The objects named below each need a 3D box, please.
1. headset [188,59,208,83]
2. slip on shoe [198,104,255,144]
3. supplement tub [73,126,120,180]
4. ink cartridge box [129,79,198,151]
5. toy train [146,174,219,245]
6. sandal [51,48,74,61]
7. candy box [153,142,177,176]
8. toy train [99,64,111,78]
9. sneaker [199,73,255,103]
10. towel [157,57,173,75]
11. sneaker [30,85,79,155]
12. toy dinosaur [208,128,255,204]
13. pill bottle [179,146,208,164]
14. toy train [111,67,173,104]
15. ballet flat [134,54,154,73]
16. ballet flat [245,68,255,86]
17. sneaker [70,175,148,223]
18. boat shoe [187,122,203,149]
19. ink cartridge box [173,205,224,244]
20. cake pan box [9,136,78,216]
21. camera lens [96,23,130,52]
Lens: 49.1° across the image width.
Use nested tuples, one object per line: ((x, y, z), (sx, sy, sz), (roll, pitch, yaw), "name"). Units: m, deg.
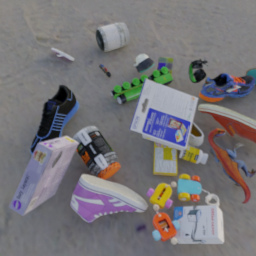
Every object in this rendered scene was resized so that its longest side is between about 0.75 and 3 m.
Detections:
((2.879, -2.457, 11.825), (0.711, 1.512, 0.934), (-8, 79, -16), "headset")
((4.008, -0.126, 10.676), (2.959, 0.905, 1.096), (27, 18, 16), "slip on shoe")
((-1.114, 0.910, 9.909), (1.091, 1.091, 1.780), (-31, 69, -20), "supplement tub")
((1.297, -0.476, 10.181), (2.147, 0.505, 2.122), (19, 71, -3), "ink cartridge box")
((1.578, 2.540, 8.919), (2.403, 0.668, 1.805), (-24, 57, -19), "toy train")
((-3.243, -3.518, 13.608), (1.340, 0.545, 0.329), (29, 100, 18), "sandal")
((1.392, 0.986, 10.479), (0.859, 0.222, 1.681), (2, 55, 6), "candy box")
((-1.069, -2.671, 12.980), (0.156, 0.210, 0.916), (-6, 49, -50), "toy train")
((4.267, -1.818, 11.771), (2.581, 1.012, 0.972), (-16, 42, -15), "sneaker")
((1.677, -2.723, 12.733), (0.691, 0.962, 0.110), (6, 32, 3), "towel")
((-2.939, -0.287, 10.623), (1.047, 1.163, 2.986), (9, 58, 24), "sneaker")
((3.455, 1.015, 9.423), (1.983, 1.147, 2.185), (44, 21, -13), "toy dinosaur")
((2.407, 1.004, 10.294), (0.947, 0.527, 0.527), (18, 57, 8), "pill bottle")
((0.640, -1.822, 12.215), (2.905, 0.606, 0.819), (-24, 83, -15), "toy train")
((0.594, -2.777, 12.062), (0.765, 2.093, 0.765), (-1, 98, -4), "ballet flat")
((6.510, -2.117, 12.471), (2.540, 0.895, 0.829), (21, 31, 11), "ballet flat")
((-0.660, 2.522, 9.099), (2.441, 0.885, 1.392), (23, 98, -12), "sneaker")
((2.045, -0.287, 11.006), (0.867, 0.854, 2.447), (-26, 60, -18), "boat shoe")
((2.124, 2.957, 8.557), (1.377, 0.591, 1.008), (-13, 49, 28), "ink cartridge box")
((-2.496, 1.402, 8.605), (0.578, 2.037, 2.212), (28, 100, 9), "cake pan box")
((-0.788, -4.463, 13.782), (1.454, 1.163, 1.163), (-21, 57, -16), "camera lens")
